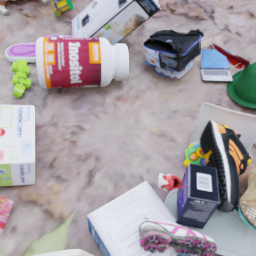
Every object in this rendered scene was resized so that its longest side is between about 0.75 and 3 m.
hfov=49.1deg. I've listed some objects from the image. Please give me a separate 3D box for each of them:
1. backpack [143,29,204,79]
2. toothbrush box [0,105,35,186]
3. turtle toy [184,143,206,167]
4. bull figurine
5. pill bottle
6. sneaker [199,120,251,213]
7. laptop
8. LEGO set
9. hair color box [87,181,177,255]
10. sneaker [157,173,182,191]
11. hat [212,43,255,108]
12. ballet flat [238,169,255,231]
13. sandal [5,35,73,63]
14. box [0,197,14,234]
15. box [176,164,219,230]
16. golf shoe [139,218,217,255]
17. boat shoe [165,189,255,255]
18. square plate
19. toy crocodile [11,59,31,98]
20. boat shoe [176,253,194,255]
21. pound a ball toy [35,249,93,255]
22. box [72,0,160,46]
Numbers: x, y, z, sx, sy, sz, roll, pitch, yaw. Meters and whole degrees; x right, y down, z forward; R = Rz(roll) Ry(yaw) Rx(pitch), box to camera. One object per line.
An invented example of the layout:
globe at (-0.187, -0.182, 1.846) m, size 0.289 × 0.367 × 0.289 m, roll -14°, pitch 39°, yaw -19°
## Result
backpack at (1.188, -2.157, 7.923) m, size 1.434 × 1.159 × 1.505 m, roll 26°, pitch 48°, yaw 27°
toothbrush box at (-3.101, 0.363, 5.926) m, size 2.166 × 0.932 × 1.577 m, roll 1°, pitch 50°, yaw -18°
turtle toy at (1.689, 0.669, 6.343) m, size 0.855 × 0.432 × 0.623 m, roll 24°, pitch 55°, yaw -1°
bull figurine at (-3.752, -5.131, 10.214) m, size 2.609 × 0.850 × 1.584 m, roll -23°, pitch 65°, yaw -9°
pill bottle at (-1.192, -1.739, 7.475) m, size 2.301 × 1.300 × 1.300 m, roll -4°, pitch 54°, yaw -10°
sneaker at (2.003, 0.687, 5.385) m, size 0.941 × 0.731 × 2.091 m, roll 13°, pitch 41°, yaw -6°
laptop at (2.563, -1.806, 8.082) m, size 0.834 × 0.517 × 0.891 m, roll 1°, pitch 44°, yaw 2°
LEGO set at (-3.000, -5.031, 9.621) m, size 1.529 × 2.029 × 2.639 m, roll -16°, pitch 68°, yaw 18°
hair color box at (0.536, 2.418, 4.817) m, size 1.358 × 0.822 × 2.716 m, roll -25°, pitch 58°, yaw -23°
sneaker at (0.796, 0.994, 4.957) m, size 0.354 × 0.835 × 0.321 m, roll 7°, pitch 85°, yaw 29°
hat at (3.366, -1.614, 7.043) m, size 1.999 × 1.760 × 1.656 m, roll -40°, pitch 51°, yaw -23°
ballet flat at (2.607, 1.145, 5.134) m, size 0.804 × 0.745 × 2.281 m, roll 48°, pitch 27°, yaw 10°
sandal at (-2.525, -2.497, 8.537) m, size 2.405 × 0.591 × 0.979 m, roll -17°, pitch 57°, yaw -12°
box at (-2.917, 1.460, 5.138) m, size 0.639 × 1.339 × 0.667 m, roll -7°, pitch 57°, yaw 32°
box at (1.151, 1.181, 4.767) m, size 0.490 × 0.939 × 0.694 m, roll 10°, pitch 44°, yaw 2°
golf shoe at (0.810, 1.741, 4.549) m, size 1.286 × 0.467 × 0.592 m, roll 15°, pitch 24°, yaw -6°
boat shoe at (1.981, 1.945, 5.190) m, size 2.755 × 0.831 × 1.042 m, roll 24°, pitch 80°, yaw 33°
square plate at (2.159, 0.077, 6.281) m, size 1.308 × 1.320 × 0.188 m, roll 17°, pitch 43°, yaw 12°
toy crocodile at (-3.053, -1.437, 7.918) m, size 0.472 × 0.431 × 1.397 m, roll 11°, pitch 46°, yaw -33°
boat shoe at (0.917, 2.243, 3.702) m, size 0.373 × 0.451 × 1.206 m, roll 25°, pitch 34°, yaw -24°
pound a ball toy at (-1.810, 3.029, 4.063) m, size 2.827 × 1.201 × 1.844 m, roll -14°, pitch 51°, yaw 9°
box at (-0.445, -3.266, 8.102) m, size 2.589 × 0.778 × 1.510 m, roll -29°, pitch 50°, yaw 27°
